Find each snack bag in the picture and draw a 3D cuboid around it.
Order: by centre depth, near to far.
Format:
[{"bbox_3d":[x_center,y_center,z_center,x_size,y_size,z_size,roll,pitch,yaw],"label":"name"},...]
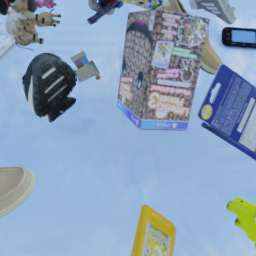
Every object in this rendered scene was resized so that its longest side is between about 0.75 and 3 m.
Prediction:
[{"bbox_3d":[-3.513,-2.009,6.884,1.958,0.210,1.846,32,78,36],"label":"snack bag"}]

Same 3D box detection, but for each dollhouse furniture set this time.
[{"bbox_3d":[-1.243,-1.434,7.595,0.880,0.608,0.932,-29,63,-1],"label":"dollhouse furniture set"}]

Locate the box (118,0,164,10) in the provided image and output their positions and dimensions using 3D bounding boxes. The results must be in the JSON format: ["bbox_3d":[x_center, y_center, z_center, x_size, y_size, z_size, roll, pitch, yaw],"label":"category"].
[{"bbox_3d":[0.112,-3.070,6.234,1.418,0.497,0.456,7,45,-22],"label":"box"}]

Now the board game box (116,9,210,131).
[{"bbox_3d":[0.553,-1.163,5.561,0.993,2.050,1.634,2,18,-19],"label":"board game box"}]

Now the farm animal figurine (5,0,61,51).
[{"bbox_3d":[-1.890,-2.105,5.356,0.663,1.271,1.257,10,79,9],"label":"farm animal figurine"}]

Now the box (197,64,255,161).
[{"bbox_3d":[2.573,-0.290,6.346,2.287,0.371,1.386,30,81,-19],"label":"box"}]

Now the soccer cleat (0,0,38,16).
[{"bbox_3d":[-3.032,-3.664,7.930,0.868,0.809,2.371,-39,37,-27],"label":"soccer cleat"}]

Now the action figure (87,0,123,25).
[{"bbox_3d":[-0.266,-4.091,7.249,2.659,2.572,1.391,-40,96,-10],"label":"action figure"}]

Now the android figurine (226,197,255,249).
[{"bbox_3d":[2.164,1.674,4.608,0.264,1.283,1.168,-32,106,-10],"label":"android figurine"}]

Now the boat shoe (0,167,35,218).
[{"bbox_3d":[-2.057,0.782,3.245,1.863,0.605,0.672,-15,39,-3],"label":"boat shoe"}]

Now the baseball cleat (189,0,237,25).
[{"bbox_3d":[2.367,-3.546,8.086,1.640,0.873,0.572,49,52,-9],"label":"baseball cleat"}]

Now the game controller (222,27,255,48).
[{"bbox_3d":[4.186,-3.281,10.198,1.538,0.324,0.802,5,62,3],"label":"game controller"}]

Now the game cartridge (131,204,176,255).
[{"bbox_3d":[0.471,1.939,4.787,0.858,0.158,0.973,39,45,-24],"label":"game cartridge"}]

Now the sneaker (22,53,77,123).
[{"bbox_3d":[-1.555,-0.761,5.067,0.919,2.486,0.986,-44,93,-14],"label":"sneaker"}]

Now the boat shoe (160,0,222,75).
[{"bbox_3d":[1.703,-2.365,7.103,2.280,0.868,0.817,42,35,-9],"label":"boat shoe"}]
